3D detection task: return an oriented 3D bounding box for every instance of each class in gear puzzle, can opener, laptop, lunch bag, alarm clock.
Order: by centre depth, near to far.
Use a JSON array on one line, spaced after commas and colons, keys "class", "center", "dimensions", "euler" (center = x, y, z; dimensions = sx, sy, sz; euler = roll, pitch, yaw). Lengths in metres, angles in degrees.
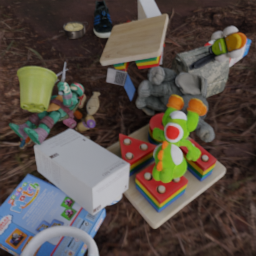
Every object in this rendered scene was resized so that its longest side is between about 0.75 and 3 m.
[{"class": "gear puzzle", "center": [-3.061, 0.138, 8.894], "dimensions": [1.255, 0.164, 0.650], "euler": [-36, 42, 21]}, {"class": "laptop", "center": [-0.262, -1.403, 9.179], "dimensions": [0.989, 0.926, 0.573], "euler": [12, 70, -4]}, {"class": "can opener", "center": [2.626, -2.329, 9.536], "dimensions": [1.547, 0.490, 0.608], "euler": [-35, 100, -24]}, {"class": "lunch bag", "center": [2.728, -2.196, 10.669], "dimensions": [2.157, 1.809, 1.503], "euler": [-18, 50, -16]}, {"class": "alarm clock", "center": [-2.585, -4.951, 14.050], "dimensions": [1.055, 0.520, 1.564], "euler": [28, 55, 23]}]

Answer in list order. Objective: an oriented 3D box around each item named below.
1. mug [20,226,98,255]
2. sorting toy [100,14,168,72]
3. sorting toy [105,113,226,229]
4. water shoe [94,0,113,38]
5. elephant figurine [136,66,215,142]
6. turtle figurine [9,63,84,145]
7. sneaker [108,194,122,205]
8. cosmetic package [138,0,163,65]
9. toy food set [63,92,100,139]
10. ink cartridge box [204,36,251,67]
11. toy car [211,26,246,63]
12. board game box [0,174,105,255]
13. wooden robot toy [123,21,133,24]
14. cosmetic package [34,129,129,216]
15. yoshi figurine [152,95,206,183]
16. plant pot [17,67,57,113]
[{"class": "mug", "center": [-1.552, 3.359, 5.405], "dimensions": [2.594, 2.184, 2.958], "euler": [1, 48, 13]}, {"class": "sorting toy", "center": [0.308, -2.734, 9.309], "dimensions": [1.992, 0.693, 1.980], "euler": [-4, 51, 24]}, {"class": "sorting toy", "center": [0.962, 0.893, 8.409], "dimensions": [2.893, 1.007, 2.875], "euler": [-30, 54, -24]}, {"class": "water shoe", "center": [-1.361, -5.561, 14.235], "dimensions": [0.954, 1.053, 2.668], "euler": [-10, 49, -9]}, {"class": "elephant figurine", "center": [1.879, -0.862, 9.568], "dimensions": [2.881, 2.039, 2.235], "euler": [25, 82, 18]}, {"class": "turtle figurine", "center": [-2.151, -0.763, 8.357], "dimensions": [2.036, 1.369, 2.719], "euler": [-6, 42, 53]}, {"class": "sneaker", "center": [-0.725, 1.940, 7.886], "dimensions": [1.113, 0.404, 0.400], "euler": [-4, 47, -5]}, {"class": "cosmetic package", "center": [0.964, -4.403, 12.538], "dimensions": [0.692, 2.019, 2.678], "euler": [-6, 48, -6]}, {"class": "toy food set", "center": [-1.679, -0.501, 9.749], "dimensions": [1.202, 0.298, 1.892], "euler": [1, 63, 7]}, {"class": "ink cartridge box", "center": [4.250, -3.401, 12.483], "dimensions": [2.205, 0.741, 1.281], "euler": [-36, 57, -27]}, {"class": "toy car", "center": [3.264, -2.689, 9.002], "dimensions": [0.830, 0.969, 1.107], "euler": [-20, 8, -31]}, {"class": "board game box", "center": [-2.178, 2.497, 7.320], "dimensions": [2.561, 0.469, 1.937], "euler": [20, 51, 17]}, {"class": "wooden robot toy", "center": [0.101, -4.501, 13.499], "dimensions": [0.907, 0.881, 2.000], "euler": [32, 55, 13]}, {"class": "cosmetic package", "center": [-1.317, 1.115, 7.822], "dimensions": [2.495, 1.012, 1.408], "euler": [24, 37, 33]}, {"class": "yoshi figurine", "center": [1.237, 0.368, 7.196], "dimensions": [1.236, 1.240, 2.207], "euler": [24, 78, -17]}, {"class": "plant pot", "center": [-2.499, -0.978, 7.584], "dimensions": [1.054, 1.054, 0.969], "euler": [0, 72, 0]}]
